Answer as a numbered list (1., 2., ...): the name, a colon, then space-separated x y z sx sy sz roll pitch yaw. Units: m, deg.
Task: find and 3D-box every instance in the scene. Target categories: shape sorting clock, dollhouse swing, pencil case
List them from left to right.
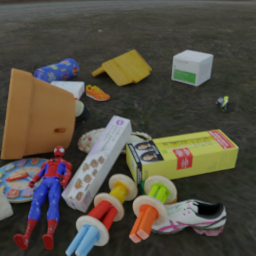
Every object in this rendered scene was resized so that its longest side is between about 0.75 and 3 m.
1. shape sorting clock: -2.654 1.284 7.266 1.821 0.357 1.821 0 31 0
2. pencil case: -3.390 -2.634 13.328 1.011 0.908 2.327 37 41 12
3. dollhouse swing: -0.390 -2.704 14.015 1.918 1.855 2.110 50 42 0

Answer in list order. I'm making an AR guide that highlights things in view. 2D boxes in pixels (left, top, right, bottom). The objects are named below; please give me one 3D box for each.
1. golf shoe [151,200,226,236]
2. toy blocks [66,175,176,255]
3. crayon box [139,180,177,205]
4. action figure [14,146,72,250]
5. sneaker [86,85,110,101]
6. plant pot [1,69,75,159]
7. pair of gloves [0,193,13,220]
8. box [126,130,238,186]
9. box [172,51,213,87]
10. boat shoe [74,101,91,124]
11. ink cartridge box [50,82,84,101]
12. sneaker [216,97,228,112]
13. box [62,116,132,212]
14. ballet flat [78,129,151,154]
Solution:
1. golf shoe: 1.152 1.800 5.949 1.779 0.819 0.646 0 34 3
2. toy blocks: -0.116 1.842 5.636 1.730 0.754 2.075 -4 25 30
3. crayon box: 0.740 1.629 6.783 0.643 0.257 1.012 -10 33 -17
4. action figure: -1.836 1.391 6.553 0.898 0.709 2.745 -4 35 1
5. sneaker: -1.321 -1.468 11.808 1.288 0.497 0.470 22 35 29
6. plant pot: -2.611 -0.300 8.172 1.774 2.535 2.535 7 26 -25
7. pair of gloves: -3.928 1.896 6.188 2.413 0.423 2.052 23 41 37
8. box: 1.452 0.776 7.754 2.883 0.722 1.085 -7 31 -11
9. box: 3.083 -2.897 13.492 1.417 1.220 1.424 23 37 33
10. boat shoe: -2.408 -0.541 10.074 2.323 0.728 0.850 3 68 28
11. ink cartridge box: -2.791 -1.448 11.823 1.469 0.434 1.835 4 29 6
12. sneaker: 3.694 -0.936 11.069 0.445 0.406 1.100 5 23 21
13. box: -0.698 0.819 7.122 0.517 0.553 2.671 15 53 21
14. ballet flat: -0.376 0.369 8.275 2.276 0.861 0.727 -1 -14 -1
